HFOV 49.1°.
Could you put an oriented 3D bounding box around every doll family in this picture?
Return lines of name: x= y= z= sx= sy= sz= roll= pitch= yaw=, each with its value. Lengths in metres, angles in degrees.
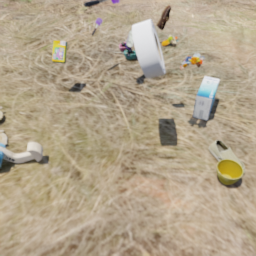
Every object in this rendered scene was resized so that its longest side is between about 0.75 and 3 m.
doll family: x=1.974 y=-2.117 z=8.912 sx=0.865 sy=0.390 sz=0.537 roll=-3 pitch=46 yaw=40

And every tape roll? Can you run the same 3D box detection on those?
tape roll: x=0.610 y=-2.239 z=8.046 sx=0.552 sy=1.578 sz=1.578 roll=-14 pitch=40 yaw=14

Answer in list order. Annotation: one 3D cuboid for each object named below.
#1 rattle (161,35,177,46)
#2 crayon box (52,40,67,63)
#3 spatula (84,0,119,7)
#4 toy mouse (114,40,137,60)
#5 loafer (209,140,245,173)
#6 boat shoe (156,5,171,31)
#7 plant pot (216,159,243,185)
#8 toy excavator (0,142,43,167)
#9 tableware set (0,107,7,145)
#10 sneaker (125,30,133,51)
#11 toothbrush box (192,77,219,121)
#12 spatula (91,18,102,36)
rattle: x=2.460 y=-4.984 z=16.255 sx=0.670 sy=0.735 sz=1.029 roll=40 pitch=31 yaw=-3
crayon box: x=-2.813 y=-3.118 z=11.494 sx=0.515 sy=0.867 sz=0.253 roll=5 pitch=2 yaw=3
spatula: x=-1.123 y=-5.553 z=12.209 sx=2.055 sy=0.581 sz=0.211 roll=-34 pitch=17 yaw=-32
toy mouse: x=0.061 y=-4.145 z=15.128 sx=1.928 sy=0.420 sz=2.170 roll=-24 pitch=47 yaw=-25
loafer: x=3.318 y=0.967 z=9.445 sx=0.570 sy=0.514 sz=1.505 roll=-22 pitch=47 yaw=-23
boat shoe: x=1.195 y=-3.518 z=8.978 sx=0.289 sy=0.821 sz=0.289 roll=-31 pitch=72 yaw=-34
plant pot: x=3.158 y=1.472 z=8.855 sx=0.798 sy=0.566 sz=0.798 roll=-1 pitch=42 yaw=1
toy excavator: x=-4.230 y=0.880 z=9.200 sx=2.113 sy=2.173 sz=1.085 roll=-39 pitch=39 yaw=23
tableware set: x=-5.778 y=0.138 z=10.506 sx=2.277 sy=0.316 sz=2.726 roll=-14 pitch=44 yaw=-14
sneaker: x=0.091 y=-3.735 z=12.007 sx=0.345 sy=0.493 sz=0.992 roll=23 pitch=66 yaw=-7
toothbrush box: x=3.170 y=-1.211 z=11.389 sx=0.653 sy=1.121 sz=1.531 roll=17 pitch=46 yaw=18
spatula: x=-1.535 y=-4.833 z=13.441 sx=0.100 sy=0.275 sz=0.974 roll=2 pitch=65 yaw=53
